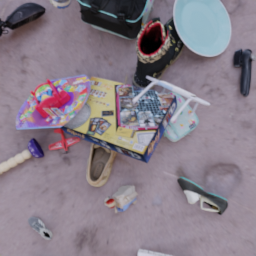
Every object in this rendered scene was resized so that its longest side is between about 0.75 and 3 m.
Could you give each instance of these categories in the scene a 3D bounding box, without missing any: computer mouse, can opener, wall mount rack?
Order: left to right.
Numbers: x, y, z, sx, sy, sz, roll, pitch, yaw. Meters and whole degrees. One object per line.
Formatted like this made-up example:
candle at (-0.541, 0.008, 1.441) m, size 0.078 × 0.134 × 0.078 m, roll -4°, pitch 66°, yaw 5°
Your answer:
computer mouse at (-3.499, -3.551, 8.878) m, size 1.826 × 1.264 × 0.481 m, roll -36°, pitch 104°, yaw -23°
wall mount rack at (1.079, -0.739, 7.385) m, size 1.923 × 1.671 × 0.717 m, roll 29°, pitch 107°, yaw 24°
can opener at (3.734, -1.765, 8.900) m, size 0.507 × 0.629 × 1.599 m, roll 9°, pitch 78°, yaw -38°

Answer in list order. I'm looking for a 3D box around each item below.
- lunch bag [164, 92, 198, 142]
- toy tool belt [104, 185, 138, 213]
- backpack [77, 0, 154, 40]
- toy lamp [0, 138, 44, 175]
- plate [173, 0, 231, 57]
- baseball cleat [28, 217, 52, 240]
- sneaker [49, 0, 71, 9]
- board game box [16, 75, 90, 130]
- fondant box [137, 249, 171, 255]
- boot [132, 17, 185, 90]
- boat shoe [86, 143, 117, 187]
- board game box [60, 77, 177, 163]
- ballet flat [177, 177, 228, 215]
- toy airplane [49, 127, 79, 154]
lunch bag at (1.375, -0.305, 8.479) m, size 1.111 × 0.534 × 1.386 m, roll -34°, pitch 80°, yaw -7°
toy tool belt at (-0.144, 2.078, 7.794) m, size 1.007 × 0.629 × 0.619 m, roll -30°, pitch 106°, yaw -44°
backpack at (-0.203, -4.114, 8.641) m, size 2.122 × 1.851 × 2.414 m, roll 19°, pitch 84°, yaw 6°
toy lamp at (-3.681, 1.215, 8.059) m, size 2.509 × 0.730 × 0.730 m, roll -30°, pitch 79°, yaw -6°
plate at (2.321, -3.313, 8.893) m, size 2.258 × 0.289 × 2.258 m, roll 4°, pitch 81°, yaw -24°
baseball cleat at (-2.455, 2.787, 7.830) m, size 0.863 × 0.459 × 0.301 m, roll 37°, pitch 67°, yaw 3°
sneaker at (-1.782, -4.590, 7.888) m, size 0.845 × 0.934 × 2.194 m, roll 2°, pitch 91°, yaw -13°
board game box at (-2.251, -0.892, 7.874) m, size 2.485 × 0.484 × 1.963 m, roll -2°, pitch 51°, yaw 29°
fondant box at (0.933, 3.990, 7.486) m, size 1.515 × 0.441 × 1.093 m, roll 8°, pitch 80°, yaw 9°
boot at (1.049, -2.562, 8.157) m, size 1.006 × 2.105 × 2.787 m, roll 31°, pitch 78°, yaw 9°
boat shoe at (-0.646, 0.519, 8.152) m, size 0.849 × 0.768 × 2.382 m, roll 11°, pitch 75°, yaw 2°
board game box at (-0.312, -0.351, 7.767) m, size 2.823 × 0.488 × 1.912 m, roll 18°, pitch 64°, yaw 29°
ballet flat at (2.063, 1.971, 7.935) m, size 1.595 × 0.542 × 0.545 m, roll 26°, pitch 65°, yaw 6°
toy airplane at (-1.990, 0.341, 8.516) m, size 0.960 × 0.177 × 0.960 m, roll 1°, pitch 76°, yaw -3°
